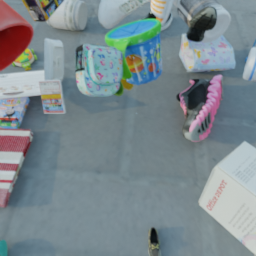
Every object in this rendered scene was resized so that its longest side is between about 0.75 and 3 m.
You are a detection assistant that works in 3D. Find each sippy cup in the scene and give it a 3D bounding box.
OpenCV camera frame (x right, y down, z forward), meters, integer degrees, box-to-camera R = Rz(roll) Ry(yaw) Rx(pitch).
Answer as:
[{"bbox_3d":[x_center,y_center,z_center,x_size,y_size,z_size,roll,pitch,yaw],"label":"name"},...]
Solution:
[{"bbox_3d":[0.246,-1.729,6.568,1.672,1.225,1.313,-30,34,-18],"label":"sippy cup"}]

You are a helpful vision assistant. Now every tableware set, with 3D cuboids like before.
[{"bbox_3d":[-0.119,-1.893,8.040,0.358,1.570,2.331,-19,18,38],"label":"tableware set"}]

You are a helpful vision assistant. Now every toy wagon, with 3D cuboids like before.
[{"bbox_3d":[-4.152,-2.738,11.159,0.962,0.245,1.240,-22,55,-17],"label":"toy wagon"}]

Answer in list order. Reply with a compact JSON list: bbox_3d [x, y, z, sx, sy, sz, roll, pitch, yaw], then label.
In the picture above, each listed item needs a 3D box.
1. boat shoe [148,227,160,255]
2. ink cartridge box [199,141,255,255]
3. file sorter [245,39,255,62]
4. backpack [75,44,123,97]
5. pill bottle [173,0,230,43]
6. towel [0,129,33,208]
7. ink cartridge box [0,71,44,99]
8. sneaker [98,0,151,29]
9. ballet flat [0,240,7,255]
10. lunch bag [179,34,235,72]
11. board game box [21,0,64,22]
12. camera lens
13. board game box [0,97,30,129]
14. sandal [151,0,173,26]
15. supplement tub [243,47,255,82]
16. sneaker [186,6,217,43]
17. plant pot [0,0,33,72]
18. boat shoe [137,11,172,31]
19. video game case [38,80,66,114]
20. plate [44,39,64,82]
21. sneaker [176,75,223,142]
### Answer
[{"bbox_3d":[0.617,2.799,6.727,0.282,0.238,0.791,-4,51,-3],"label":"boat shoe"},{"bbox_3d":[3.165,1.916,6.303,1.136,2.000,2.744,-35,59,-25],"label":"ink cartridge box"},{"bbox_3d":[6.041,-3.264,10.840,2.305,1.414,1.599,-37,59,-25],"label":"file sorter"},{"bbox_3d":[-0.557,-1.099,5.489,0.887,1.000,0.753,-3,11,-37],"label":"backpack"},{"bbox_3d":[2.301,-3.848,9.140,1.144,1.144,2.011,-19,61,-14],"label":"pill bottle"},{"bbox_3d":[-3.988,1.058,8.114,1.845,0.291,2.562,2,50,4],"label":"towel"},{"bbox_3d":[-3.740,-1.299,9.515,2.236,0.487,1.941,-7,37,-8],"label":"ink cartridge box"},{"bbox_3d":[0.112,-4.117,8.661,2.684,0.944,1.076,-44,50,15],"label":"sneaker"},{"bbox_3d":[-2.994,3.135,6.402,0.390,0.390,1.084,-13,51,-10],"label":"ballet flat"},{"bbox_3d":[2.919,-2.714,10.557,1.609,1.206,1.897,-5,41,-6],"label":"lunch bag"},{"bbox_3d":[-2.613,-4.471,8.117,0.582,2.053,1.697,13,61,27],"label":"board game box"},{"bbox_3d":[-2.737,-4.998,12.301,1.598,1.278,1.278,11,52,9],"label":"camera lens"},{"bbox_3d":[-4.023,-0.517,9.374,1.049,0.254,1.386,2,51,2],"label":"board game box"},{"bbox_3d":[0.943,-3.750,7.526,0.596,2.081,0.797,2,55,-14],"label":"sandal"},{"bbox_3d":[3.530,-1.450,6.801,1.245,0.821,0.821,15,53,15],"label":"supplement tub"},{"bbox_3d":[1.730,-2.565,6.650,0.568,1.508,0.598,17,87,-2],"label":"sneaker"},{"bbox_3d":[-3.799,-2.541,6.909,1.902,2.150,2.150,49,61,-5],"label":"plant pot"},{"bbox_3d":[1.198,-4.754,12.405,0.828,0.814,2.296,35,59,24],"label":"boat shoe"},{"bbox_3d":[-1.714,-0.694,6.324,0.539,0.754,0.066,1,19,16],"label":"video game case"},{"bbox_3d":[-1.854,-1.654,7.151,0.186,1.151,1.154,6,15,4],"label":"plate"},{"bbox_3d":[2.154,-0.699,9.142,1.384,1.147,2.902,12,46,26],"label":"sneaker"}]
